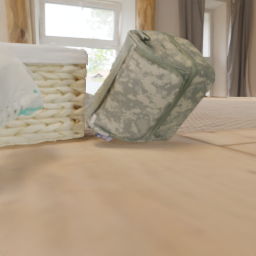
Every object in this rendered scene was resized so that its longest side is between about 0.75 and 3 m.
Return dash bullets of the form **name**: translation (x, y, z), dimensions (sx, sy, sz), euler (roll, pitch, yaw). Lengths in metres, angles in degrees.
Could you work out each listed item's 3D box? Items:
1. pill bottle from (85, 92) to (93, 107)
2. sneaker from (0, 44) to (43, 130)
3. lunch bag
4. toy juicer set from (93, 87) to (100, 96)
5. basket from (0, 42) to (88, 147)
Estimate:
- **pill bottle**: translation (-1.490, -0.988, 11.173), dimensions (1.271, 0.691, 0.691), euler (19, -7, -41)
- **sneaker**: translation (-1.481, -0.335, 3.286), dimensions (1.009, 0.858, 2.281), euler (29, 28, -34)
- **lunch bag**: translation (0.251, -0.656, 4.768), dimensions (1.573, 1.875, 1.307), euler (3, 45, -37)
- **toy juicer set**: translation (0.058, -0.632, 9.735), dimensions (2.464, 0.671, 1.568), euler (21, -11, 31)
- **basket**: translation (-2.340, -0.619, 5.328), dimensions (2.808, 1.732, 1.903), euler (-4, 8, -30)
